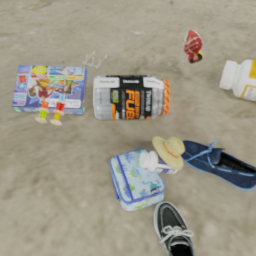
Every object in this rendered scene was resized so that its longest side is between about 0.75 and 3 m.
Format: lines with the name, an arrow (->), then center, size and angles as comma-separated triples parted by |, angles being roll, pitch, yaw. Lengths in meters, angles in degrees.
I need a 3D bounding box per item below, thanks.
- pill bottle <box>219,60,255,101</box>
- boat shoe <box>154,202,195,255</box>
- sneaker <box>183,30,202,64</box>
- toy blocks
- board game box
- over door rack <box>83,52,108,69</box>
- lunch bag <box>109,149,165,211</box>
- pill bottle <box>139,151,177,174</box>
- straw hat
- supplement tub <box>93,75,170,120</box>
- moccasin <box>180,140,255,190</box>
pill bottle -> 5.391, -1.921, 11.672 | 2.838, 1.600, 1.600 | 15, 50, 14
boat shoe -> 1.316, 3.100, 7.649 | 0.954, 0.883, 2.585 | -4, 48, -4
sneaker -> 2.475, -3.267, 11.045 | 0.737, 1.894, 0.778 | -16, 72, 10
toy blocks -> -2.195, -0.583, 8.089 | 0.759, 0.331, 0.911 | 9, 69, 2
board game box -> -2.980, -1.487, 10.825 | 2.666, 0.459, 1.805 | 3, 73, 1
over door rack -> -1.629, -3.414, 13.828 | 0.819, 0.369, 1.109 | 22, 52, 17
lunch bag -> 0.238, 1.644, 9.054 | 1.509, 0.774, 1.878 | -14, 49, -8
pill bottle -> 0.929, 1.042, 8.532 | 1.118, 0.620, 0.620 | 10, 45, -20
straw hat -> 1.360, 0.585, 8.376 | 1.261, 0.534, 1.261 | 33, 28, -20
supplement tub -> 0.127, -1.193, 10.916 | 2.834, 1.737, 1.737 | -1, 48, 0
moccasin -> 3.052, 1.002, 9.473 | 2.813, 0.959, 1.132 | 22, 52, 19
